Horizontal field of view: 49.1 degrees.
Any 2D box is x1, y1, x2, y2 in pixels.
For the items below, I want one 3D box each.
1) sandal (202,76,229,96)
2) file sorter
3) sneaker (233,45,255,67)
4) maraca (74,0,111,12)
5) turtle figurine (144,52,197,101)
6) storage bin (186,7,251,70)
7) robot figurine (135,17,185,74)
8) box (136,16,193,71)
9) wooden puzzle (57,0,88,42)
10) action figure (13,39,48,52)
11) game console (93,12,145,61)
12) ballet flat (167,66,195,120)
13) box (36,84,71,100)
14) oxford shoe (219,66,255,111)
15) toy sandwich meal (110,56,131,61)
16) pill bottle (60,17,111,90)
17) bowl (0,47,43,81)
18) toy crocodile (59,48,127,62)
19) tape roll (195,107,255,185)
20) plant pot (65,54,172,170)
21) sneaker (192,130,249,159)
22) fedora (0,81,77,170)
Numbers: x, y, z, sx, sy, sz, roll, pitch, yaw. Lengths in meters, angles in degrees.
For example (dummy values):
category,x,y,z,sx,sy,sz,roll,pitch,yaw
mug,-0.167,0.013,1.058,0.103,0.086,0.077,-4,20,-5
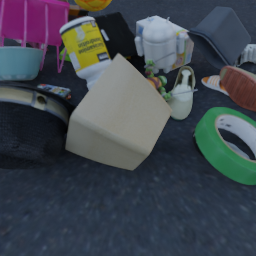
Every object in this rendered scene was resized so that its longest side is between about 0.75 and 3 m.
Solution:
category,x,y,z,sx,sy,sz,roll,pitch,yaw
sandal,3.206,-1.510,9.479,1.431,0.410,0.548,31,51,29
file sorter,-3.489,-3.090,9.340,2.780,1.932,1.743,3,62,-23
sneaker,4.657,-2.904,10.741,2.234,0.839,0.905,-5,35,-7
maraca,-1.077,-4.357,8.692,1.424,1.111,2.077,-11,0,-12
turtle figurine,0.775,-1.398,8.369,1.714,1.272,1.767,-31,24,-32
storage bin,3.111,-3.046,9.466,1.301,1.938,1.410,-49,33,6
robot figurine,0.996,-2.609,8.830,1.539,1.815,1.025,-3,45,6
box,1.370,-3.300,10.802,1.082,1.201,2.136,-27,50,-26
wooden puzzle,-2.561,-4.078,10.667,1.748,2.947,0.207,-6,79,-24
action figure,-3.932,-3.577,11.406,1.183,1.065,1.589,-45,81,11
game console,-0.239,-3.062,10.250,1.859,1.230,2.114,-19,62,-16
ballet flat,1.735,-1.228,8.921,0.803,0.803,2.312,10,44,10
box,-2.728,-0.715,8.593,1.195,0.348,1.746,14,43,21
oxford shoe,4.130,-1.075,8.692,1.035,0.993,2.805,-29,61,-32
toy sandwich meal,-0.496,-3.083,11.135,1.504,0.515,1.504,3,43,-2
pill bottle,-1.175,-2.181,8.447,1.112,1.985,1.112,-21,11,4
bowl,-3.767,-2.084,9.367,1.866,0.976,1.866,-3,8,0
toy crocodile,-1.336,-2.804,10.438,2.778,0.858,0.938,-1,47,23
tape roll,2.684,0.378,6.890,2.095,0.504,2.095,15,42,-14
plant pot,-0.166,-0.115,6.734,1.773,2.000,2.002,32,62,0
sneaker,2.354,0.549,7.236,1.602,0.592,0.635,38,45,26
fedora,-2.485,0.169,6.297,2.976,2.976,1.359,-2,69,-2
